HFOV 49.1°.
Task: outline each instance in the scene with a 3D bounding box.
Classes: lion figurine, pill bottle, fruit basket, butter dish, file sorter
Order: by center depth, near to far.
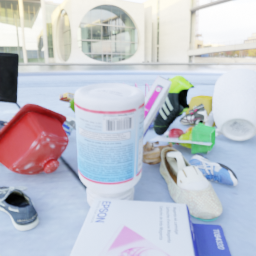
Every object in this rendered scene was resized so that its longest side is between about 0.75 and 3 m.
[{"bbox_3d":[-0.355,0.409,5.523,1.296,2.383,1.296,1,22,-1],"label":"pill bottle"},{"bbox_3d":[-2.282,0.559,7.098,1.410,1.907,1.902,45,6,19],"label":"butter dish"},{"bbox_3d":[0.634,0.730,8.206,1.127,0.667,1.840,-9,-5,-14],"label":"lion figurine"},{"bbox_3d":[1.893,0.371,9.259,1.881,0.882,1.742,-3,8,25],"label":"fruit basket"},{"bbox_3d":[0.397,-1.470,14.441,2.505,1.571,1.741,-1,16,-3],"label":"file sorter"}]

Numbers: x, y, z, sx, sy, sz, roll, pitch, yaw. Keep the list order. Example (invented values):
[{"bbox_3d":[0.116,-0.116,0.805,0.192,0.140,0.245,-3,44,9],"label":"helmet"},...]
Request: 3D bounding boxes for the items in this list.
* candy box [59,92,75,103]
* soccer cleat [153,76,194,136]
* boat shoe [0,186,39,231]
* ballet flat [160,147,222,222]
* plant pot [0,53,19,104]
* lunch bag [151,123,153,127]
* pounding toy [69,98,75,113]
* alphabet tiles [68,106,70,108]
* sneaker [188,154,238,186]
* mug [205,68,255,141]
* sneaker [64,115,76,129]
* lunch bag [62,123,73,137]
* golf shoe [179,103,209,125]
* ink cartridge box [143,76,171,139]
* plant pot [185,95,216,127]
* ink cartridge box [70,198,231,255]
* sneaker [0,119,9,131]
[{"bbox_3d":[-2.510,-1.337,12.990,0.681,0.330,1.167,-7,-10,44],"label":"candy box"},{"bbox_3d":[1.381,-0.548,8.804,0.748,2.217,0.899,-17,45,-39],"label":"soccer cleat"},{"bbox_3d":[-2.307,1.474,5.660,0.615,0.508,1.643,-11,18,-34],"label":"boat shoe"},{"bbox_3d":[1.239,1.116,6.373,0.869,0.803,2.575,-12,17,-11],"label":"ballet flat"},{"bbox_3d":[-4.914,-1.734,9.419,1.736,1.740,1.544,7,7,29],"label":"plant pot"},{"bbox_3d":[0.917,-0.566,11.865,1.523,0.943,1.295,-21,16,33],"label":"lunch bag"},{"bbox_3d":[-1.338,-0.484,12.185,2.109,1.268,2.733,-9,-15,6],"label":"pounding toy"},{"bbox_3d":[-2.354,-1.108,13.753,0.936,0.035,0.782,15,43,11],"label":"alphabet tiles"},{"bbox_3d":[2.071,1.161,7.048,0.552,0.542,1.432,-34,30,-26],"label":"sneaker"},{"bbox_3d":[3.837,-0.586,10.354,1.889,2.559,2.244,34,48,-15],"label":"mug"},{"bbox_3d":[-2.492,-0.252,12.215,1.370,0.482,0.549,22,20,37],"label":"sneaker"},{"bbox_3d":[-2.495,-0.057,9.818,0.819,0.420,1.019,-5,-33,43],"label":"lunch bag"},{"bbox_3d":[2.731,-0.346,11.791,0.667,0.761,1.727,-26,-9,-20],"label":"golf shoe"},{"bbox_3d":[0.342,-0.062,7.325,0.464,2.504,1.186,26,-19,8],"label":"ink cartridge box"},{"bbox_3d":[3.443,-0.813,12.711,1.381,1.218,1.381,13,21,40],"label":"plant pot"},{"bbox_3d":[0.410,1.888,4.177,2.431,0.526,2.386,0,15,6],"label":"ink cartridge box"},{"bbox_3d":[-3.964,0.277,7.880,2.978,1.168,1.183,5,26,-46],"label":"sneaker"}]
